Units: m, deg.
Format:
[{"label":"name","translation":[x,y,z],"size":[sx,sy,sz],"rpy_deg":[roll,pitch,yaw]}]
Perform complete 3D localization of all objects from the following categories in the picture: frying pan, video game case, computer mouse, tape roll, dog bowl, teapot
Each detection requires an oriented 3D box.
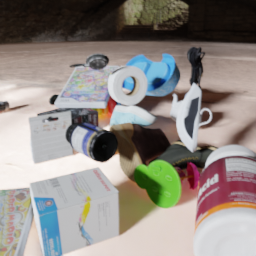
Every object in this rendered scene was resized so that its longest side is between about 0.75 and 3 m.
[{"label":"frying pan","translation":[-1.135,-1.947,8.314],"size":[1.169,0.707,0.190],"rpy_deg":[-2,65,-16]},{"label":"video game case","translation":[-1.616,-1.769,11.668],"size":[2.044,0.257,2.854],"rpy_deg":[1,42,11]},{"label":"computer mouse","translation":[1.667,-0.683,7.570],"size":[0.588,2.682,1.471],"rpy_deg":[6,-18,13]},{"label":"tape roll","translation":[-0.016,-1.414,9.326],"size":[1.297,1.297,0.454],"rpy_deg":[-11,19,-24]},{"label":"video game case","translation":[-3.130,2.068,5.483],"size":[2.342,0.295,2.573],"rpy_deg":[-4,22,-6]},{"label":"dog bowl","translation":[0.867,-2.090,11.408],"size":[2.936,1.636,0.728],"rpy_deg":[14,-14,48]},{"label":"teapot","translation":[2.283,-0.615,10.539],"size":[1.299,0.949,1.282],"rpy_deg":[18,18,-20]}]

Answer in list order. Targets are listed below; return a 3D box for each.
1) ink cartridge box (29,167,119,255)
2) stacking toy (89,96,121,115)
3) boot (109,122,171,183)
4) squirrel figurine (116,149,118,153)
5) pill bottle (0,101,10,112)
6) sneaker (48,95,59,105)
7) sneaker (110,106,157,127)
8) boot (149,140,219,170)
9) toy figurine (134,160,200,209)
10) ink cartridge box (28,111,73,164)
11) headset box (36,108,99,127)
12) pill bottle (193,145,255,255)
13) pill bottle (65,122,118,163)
[{"label":"ink cartridge box","translation":[-1.054,1.630,5.578],"size":[1.504,1.088,1.107],"rpy_deg":[-10,24,-23]},{"label":"stacking toy","translation":[-1.584,-0.964,12.023],"size":[2.505,1.375,1.454],"rpy_deg":[-21,46,-16]},{"label":"boot","translation":[0.633,0.657,8.328],"size":[1.964,0.854,2.362],"rpy_deg":[5,36,-29]},{"label":"squirrel figurine","translation":[-0.745,0.522,9.060],"size":[1.039,0.735,0.970],"rpy_deg":[3,7,-32]},{"label":"pill bottle","translation":[-5.848,-0.953,12.722],"size":[0.476,0.476,0.822],"rpy_deg":[13,25,28]},{"label":"sneaker","translation":[-3.244,-1.412,13.796],"size":[0.764,0.510,1.334],"rpy_deg":[7,17,33]},{"label":"sneaker","translation":[0.122,-0.144,9.768],"size":[0.954,1.058,2.581],"rpy_deg":[22,-5,-23]},{"label":"boot","translation":[1.703,1.028,7.735],"size":[1.367,0.766,1.977],"rpy_deg":[-27,24,-38]},{"label":"toy figurine","translation":[1.113,1.239,6.967],"size":[1.352,1.103,1.469],"rpy_deg":[-4,10,-42]},{"label":"ink cartridge box","translation":[-2.303,0.248,8.375],"size":[1.249,1.536,0.438],"rpy_deg":[-12,25,-26]},{"label":"headset box","translation":[-2.197,-0.275,10.671],"size":[1.484,0.770,1.994],"rpy_deg":[20,29,40]},{"label":"pill bottle","translation":[2.113,1.460,5.410],"size":[1.539,1.539,2.696],"rpy_deg":[6,23,15]},{"label":"pill bottle","translation":[-0.969,0.304,6.982],"size":[0.797,0.797,1.424],"rpy_deg":[-17,23,-36]}]
